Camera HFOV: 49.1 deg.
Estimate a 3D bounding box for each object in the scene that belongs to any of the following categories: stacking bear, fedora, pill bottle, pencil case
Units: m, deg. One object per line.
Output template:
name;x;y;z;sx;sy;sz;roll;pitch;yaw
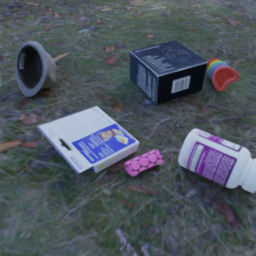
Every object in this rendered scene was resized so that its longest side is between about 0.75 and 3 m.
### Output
stacking bear;4.245;-2.708;13.265;1.128;1.056;1.857;-40;24;20
fedora;-4.126;-2.665;12.947;1.165;2.282;2.580;-1;53;-54
pill bottle;2.986;1.080;8.967;2.450;1.375;1.375;24;48;24
pencil case;0.550;1.203;9.414;1.283;0.582;0.601;-22;58;-18

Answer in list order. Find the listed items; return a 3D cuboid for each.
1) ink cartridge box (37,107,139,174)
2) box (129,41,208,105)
ink cartridge box;-1.408;0.413;9.912;2.609;0.613;2.578;-25;52;-34
box;1.744;-2.618;12.837;2.573;1.595;2.529;-18;45;-19
